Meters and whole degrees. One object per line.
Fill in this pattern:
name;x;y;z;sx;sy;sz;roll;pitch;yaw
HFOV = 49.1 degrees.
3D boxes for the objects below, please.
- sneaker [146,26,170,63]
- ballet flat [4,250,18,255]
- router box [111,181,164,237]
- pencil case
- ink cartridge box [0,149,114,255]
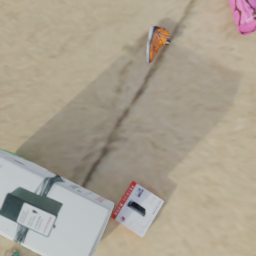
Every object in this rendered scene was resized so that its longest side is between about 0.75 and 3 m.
sneaker;0.795;-2.161;7.242;0.588;0.407;1.050;9;79;3
ballet flat;-2.803;3.198;6.184;0.341;0.345;1.015;14;59;14
router box;0.215;1.874;6.537;0.869;0.236;0.968;31;81;6
pencil case;2.941;-3.377;7.257;0.810;0.836;1.785;-18;78;17
ink cartridge box;-1.784;1.497;5.669;2.876;2.108;1.195;25;79;4
